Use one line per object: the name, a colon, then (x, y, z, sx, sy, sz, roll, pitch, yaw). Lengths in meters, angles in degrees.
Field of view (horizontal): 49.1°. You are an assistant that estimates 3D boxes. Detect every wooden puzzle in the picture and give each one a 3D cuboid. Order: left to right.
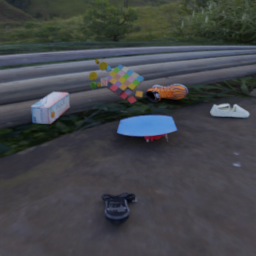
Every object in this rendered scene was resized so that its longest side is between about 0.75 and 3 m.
wooden puzzle: (-0.282, -2.371, 14.256, 2.688, 0.189, 1.594, 35, 66, 18)

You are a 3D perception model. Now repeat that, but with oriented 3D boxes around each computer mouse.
computer mouse: (-0.221, 1.840, 6.262, 0.833, 0.317, 1.203, 0, 11, 0)

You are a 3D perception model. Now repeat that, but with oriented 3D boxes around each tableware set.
tableware set: (-1.004, -1.840, 9.527, 0.694, 1.030, 0.158, -3, -9, 12)

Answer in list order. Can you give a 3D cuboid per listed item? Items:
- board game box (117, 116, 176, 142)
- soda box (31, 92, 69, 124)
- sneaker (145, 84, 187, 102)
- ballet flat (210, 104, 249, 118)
board game box: (0.681, 0.106, 10.334, 2.031, 0.501, 2.571, -3, 16, 4)
soda box: (-3.404, -0.942, 12.520, 0.811, 0.754, 2.372, 3, 22, 8)
sneaker: (1.907, -1.712, 14.566, 2.189, 0.849, 1.226, 2, 24, 34)
ballet flat: (4.510, -0.751, 12.329, 1.694, 0.608, 0.608, 2, 22, 3)
